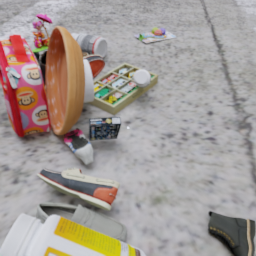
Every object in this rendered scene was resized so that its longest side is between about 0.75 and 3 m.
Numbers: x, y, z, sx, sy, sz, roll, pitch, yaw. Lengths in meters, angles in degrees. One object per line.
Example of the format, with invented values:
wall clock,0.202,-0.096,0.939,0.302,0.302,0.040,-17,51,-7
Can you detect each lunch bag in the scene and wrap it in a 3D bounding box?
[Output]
lunch bag,-3.169,-1.430,8.350,1.200,2.581,2.930,-13,39,-22

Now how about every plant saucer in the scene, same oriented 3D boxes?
plant saucer,-1.821,-1.292,7.961,0.558,2.984,2.984,-3,38,-26

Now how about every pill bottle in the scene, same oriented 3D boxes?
pill bottle,-1.800,-3.621,12.302,1.622,0.940,0.940,20,44,24
pill bottle,-0.890,2.210,4.527,2.208,1.206,1.206,25,41,-5
pill bottle,0.458,-1.619,9.193,0.556,0.556,1.001,4,6,5

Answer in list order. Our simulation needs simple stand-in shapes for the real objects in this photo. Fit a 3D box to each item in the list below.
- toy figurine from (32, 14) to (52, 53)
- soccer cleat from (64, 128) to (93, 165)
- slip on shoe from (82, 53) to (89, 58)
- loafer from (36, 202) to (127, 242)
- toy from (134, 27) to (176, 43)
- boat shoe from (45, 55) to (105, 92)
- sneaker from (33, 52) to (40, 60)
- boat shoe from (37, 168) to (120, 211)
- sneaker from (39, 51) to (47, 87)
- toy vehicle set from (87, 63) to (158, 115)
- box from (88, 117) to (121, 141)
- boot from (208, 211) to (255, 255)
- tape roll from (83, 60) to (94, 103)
toy figurine,-2.958,-3.301,9.623,0.907,1.112,1.209,13,37,35
soccer cleat,-1.359,0.519,7.682,0.575,0.711,1.646,-25,21,-13
slip on shoe,-2.234,-2.808,11.779,1.307,0.396,0.497,-14,67,9
loafer,-0.984,1.955,5.751,1.950,0.681,0.682,7,37,8
toy,1.388,-4.745,14.039,1.888,0.446,1.087,-21,45,-23
boat shoe,-1.779,-1.761,9.876,2.433,0.866,0.761,-33,35,-14
sneaker,-4.090,-2.644,11.396,0.733,1.099,1.918,-7,12,2
boat shoe,-1.124,1.213,6.186,1.943,0.692,0.608,14,66,22
sneaker,-2.526,-2.579,10.456,0.942,1.338,2.519,24,51,-5
toy vehicle set,-0.298,-1.508,10.215,1.644,0.351,2.646,26,46,28
box,-0.649,0.042,7.546,0.813,1.023,0.235,-4,67,-10
boot,1.985,2.302,5.586,0.950,0.532,1.373,11,28,20
tape roll,-1.423,-1.447,8.753,0.459,1.314,1.314,-12,41,-16
